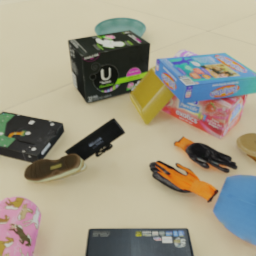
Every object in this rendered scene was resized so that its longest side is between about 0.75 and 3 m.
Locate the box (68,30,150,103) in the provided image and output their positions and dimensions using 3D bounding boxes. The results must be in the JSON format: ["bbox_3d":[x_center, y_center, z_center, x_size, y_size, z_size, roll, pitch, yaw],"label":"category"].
[{"bbox_3d":[-0.717,-2.415,10.807,2.658,1.974,1.652,-17,42,-21],"label":"box"}]

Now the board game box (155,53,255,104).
[{"bbox_3d":[2.447,-1.645,8.797,2.634,0.592,2.003,-9,38,-16],"label":"board game box"}]

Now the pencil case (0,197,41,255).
[{"bbox_3d":[-2.382,2.556,5.192,1.094,1.047,2.529,8,39,-10],"label":"pencil case"}]

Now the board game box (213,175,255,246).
[{"bbox_3d":[2.970,1.971,6.518,1.736,0.428,2.197,17,35,25],"label":"board game box"}]

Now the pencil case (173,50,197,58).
[{"bbox_3d":[2.882,-2.098,11.011,1.250,1.228,2.925,-20,42,-34],"label":"pencil case"}]

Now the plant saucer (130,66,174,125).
[{"bbox_3d":[0.760,-1.252,9.660,0.421,1.739,1.738,27,22,-36],"label":"plant saucer"}]

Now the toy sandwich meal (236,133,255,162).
[{"bbox_3d":[3.795,0.614,8.269,1.223,0.419,1.223,-2,35,1],"label":"toy sandwich meal"}]

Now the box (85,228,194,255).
[{"bbox_3d":[0.220,2.785,5.339,2.131,0.544,1.680,0,39,1],"label":"box"}]

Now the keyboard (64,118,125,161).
[{"bbox_3d":[-0.869,0.429,7.848,1.636,0.982,0.210,-34,45,4],"label":"keyboard"}]

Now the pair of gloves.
[{"bbox_3d":[1.775,1.065,7.665,1.934,0.268,2.171,25,40,33],"label":"pair of gloves"}]

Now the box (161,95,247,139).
[{"bbox_3d":[2.415,-0.962,9.532,2.690,1.273,1.380,31,48,33],"label":"box"}]

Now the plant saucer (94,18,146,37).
[{"bbox_3d":[-0.430,-5.306,15.541,2.858,0.514,2.858,0,44,0],"label":"plant saucer"}]

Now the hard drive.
[{"bbox_3d":[-3.361,0.255,8.667,2.288,0.433,1.598,11,39,13],"label":"hard drive"}]

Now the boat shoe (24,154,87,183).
[{"bbox_3d":[-1.895,1.165,7.365,1.725,0.657,0.618,-11,58,20],"label":"boat shoe"}]
